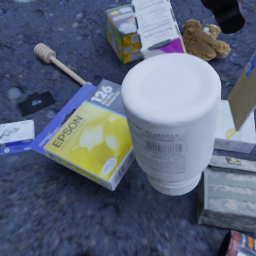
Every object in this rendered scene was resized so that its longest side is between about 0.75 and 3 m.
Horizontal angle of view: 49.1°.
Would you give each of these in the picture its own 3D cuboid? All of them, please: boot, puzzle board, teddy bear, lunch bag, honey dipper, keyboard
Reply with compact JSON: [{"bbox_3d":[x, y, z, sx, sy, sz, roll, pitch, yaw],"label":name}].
[{"bbox_3d":[2.212,-4.319,7.180,0.996,2.739,2.909,-20,65,31],"label":"boot"},{"bbox_3d":[2.166,-0.690,4.990,0.112,1.285,0.968,12,45,-4],"label":"puzzle board"},{"bbox_3d":[2.421,-2.851,9.643,1.955,0.900,2.696,4,47,-6],"label":"teddy bear"},{"bbox_3d":[2.400,1.350,6.489,1.437,1.030,1.752,8,49,7],"label":"lunch bag"},{"bbox_3d":[-2.077,-1.966,9.178,2.584,0.491,0.491,37,63,20],"label":"honey dipper"},{"bbox_3d":[-2.814,-0.803,8.533,1.085,0.139,0.651,-27,65,-18],"label":"keyboard"}]

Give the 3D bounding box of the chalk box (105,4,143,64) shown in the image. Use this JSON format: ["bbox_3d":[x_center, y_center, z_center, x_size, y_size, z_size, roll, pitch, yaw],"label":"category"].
[{"bbox_3d":[-0.044,-3.379,9.700,1.206,1.200,1.939,-20,56,-12],"label":"chalk box"}]

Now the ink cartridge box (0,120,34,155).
[{"bbox_3d":[-3.081,0.243,7.757,0.920,0.187,0.922,-10,56,-7],"label":"ink cartridge box"}]

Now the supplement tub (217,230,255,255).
[{"bbox_3d":[2.710,2.809,5.505,1.745,0.933,0.933,22,58,15],"label":"supplement tub"}]

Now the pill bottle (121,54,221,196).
[{"bbox_3d":[0.710,0.115,4.558,1.333,2.331,1.333,-5,50,7],"label":"pill bottle"}]

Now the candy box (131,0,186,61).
[{"bbox_3d":[0.786,-2.196,6.640,0.838,1.872,2.746,-17,55,15],"label":"candy box"}]

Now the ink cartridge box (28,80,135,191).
[{"bbox_3d":[-0.712,-0.090,6.211,2.319,0.545,2.292,23,59,20],"label":"ink cartridge box"}]

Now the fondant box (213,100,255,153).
[{"bbox_3d":[2.475,-0.120,7.796,1.867,0.544,1.347,7,55,6],"label":"fondant box"}]
